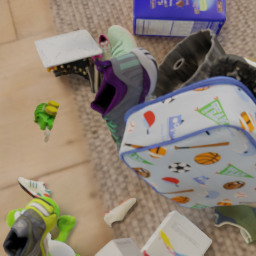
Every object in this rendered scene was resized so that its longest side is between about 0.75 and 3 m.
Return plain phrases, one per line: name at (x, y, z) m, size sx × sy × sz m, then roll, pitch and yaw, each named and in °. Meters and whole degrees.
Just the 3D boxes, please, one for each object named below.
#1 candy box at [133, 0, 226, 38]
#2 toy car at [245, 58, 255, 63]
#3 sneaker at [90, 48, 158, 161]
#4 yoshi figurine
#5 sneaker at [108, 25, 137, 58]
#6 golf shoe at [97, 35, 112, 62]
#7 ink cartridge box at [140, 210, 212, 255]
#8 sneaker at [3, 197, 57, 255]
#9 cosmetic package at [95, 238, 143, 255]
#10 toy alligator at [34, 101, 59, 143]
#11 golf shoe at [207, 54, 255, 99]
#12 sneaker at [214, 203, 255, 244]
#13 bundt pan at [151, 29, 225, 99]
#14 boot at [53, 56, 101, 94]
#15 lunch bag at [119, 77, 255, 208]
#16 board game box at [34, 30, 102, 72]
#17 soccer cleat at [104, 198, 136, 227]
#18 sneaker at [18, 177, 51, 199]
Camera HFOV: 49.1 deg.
candy box at (1.549, -4.184, 9.041) m, size 2.788 × 1.074 × 2.357 m, roll 3°, pitch 72°, yaw 0°
toy car at (3.286, -1.321, 7.624) m, size 1.495 × 1.820 × 1.436 m, roll -27°, pitch 72°, yaw -9°
sneaker at (-0.253, -0.264, 5.553) m, size 1.171 × 2.676 × 0.996 m, roll -17°, pitch 44°, yaw -26°
yoshi figurine at (-1.718, 2.657, 6.528) m, size 2.645 × 1.486 × 1.481 m, roll 40°, pitch 59°, yaw 16°
sneaker at (-0.359, -2.156, 8.268) m, size 1.261 × 0.787 × 2.138 m, roll -17°, pitch 71°, yaw -34°
golf shoe at (-0.725, -2.322, 8.665) m, size 0.458 × 0.557 × 1.217 m, roll -14°, pitch 73°, yaw -6°
ink cartridge box at (1.022, 2.852, 6.538) m, size 1.061 × 1.066 × 1.467 m, roll 37°, pitch 75°, yaw 12°
sneaker at (-1.854, 2.060, 4.968) m, size 0.687 × 1.860 × 0.753 m, roll 30°, pitch 32°, yaw 19°
cosmetic package at (0.146, 2.378, 4.195) m, size 0.521 × 0.716 × 1.408 m, roll -45°, pitch 60°, yaw 6°
toy alligator at (-1.589, -0.188, 5.267) m, size 0.394 × 1.452 × 0.431 m, roll 20°, pitch 112°, yaw -16°
golf shoe at (2.448, -0.645, 4.814) m, size 2.499 × 0.972 × 1.181 m, roll 29°, pitch 58°, yaw -15°
sneaker at (3.235, 2.393, 6.944) m, size 2.358 × 0.791 × 1.058 m, roll 23°, pitch 88°, yaw 3°
bundt pan at (1.290, -1.149, 5.956) m, size 0.684 × 1.822 × 1.822 m, roll 36°, pitch 71°, yaw -23°
boot at (-1.548, -1.714, 8.385) m, size 1.337 × 0.650 × 1.776 m, roll -10°, pitch 67°, yaw -5°
lunch bag at (1.455, 0.480, 4.842) m, size 2.340 × 2.921 × 1.104 m, roll -21°, pitch 48°, yaw 34°
board game box at (-1.814, -2.357, 8.412) m, size 1.680 × 0.217 × 1.679 m, roll -19°, pitch 46°, yaw -14°
soccer cleat at (-0.168, 2.151, 7.210) m, size 0.960 × 0.333 × 0.372 m, roll -33°, pitch 78°, yaw -4°
sneaker at (-2.474, 1.561, 7.444) m, size 0.954 × 0.336 × 0.446 m, roll 34°, pitch 56°, yaw 14°
